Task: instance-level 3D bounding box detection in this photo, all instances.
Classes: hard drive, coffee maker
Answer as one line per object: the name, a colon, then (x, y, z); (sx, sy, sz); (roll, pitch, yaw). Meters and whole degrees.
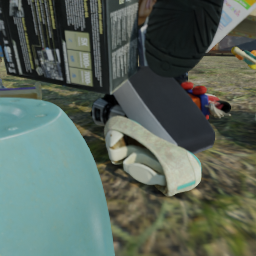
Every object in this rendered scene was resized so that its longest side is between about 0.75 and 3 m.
hard drive: (0.712, -0.460, 6.014); (1.622, 0.509, 2.405); (-13, 57, -36)
coffee maker: (0.049, -0.286, 7.057); (1.474, 1.033, 1.534); (14, 6, -39)

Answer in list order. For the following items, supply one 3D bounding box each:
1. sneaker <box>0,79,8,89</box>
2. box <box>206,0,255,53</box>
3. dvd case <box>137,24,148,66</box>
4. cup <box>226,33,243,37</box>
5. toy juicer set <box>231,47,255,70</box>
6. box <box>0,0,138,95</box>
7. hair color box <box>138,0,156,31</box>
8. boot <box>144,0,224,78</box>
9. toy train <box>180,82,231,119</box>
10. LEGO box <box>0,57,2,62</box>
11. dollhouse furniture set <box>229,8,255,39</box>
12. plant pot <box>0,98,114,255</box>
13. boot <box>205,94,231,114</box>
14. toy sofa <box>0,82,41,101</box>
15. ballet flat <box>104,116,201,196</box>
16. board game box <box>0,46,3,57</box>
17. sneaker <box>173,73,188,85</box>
sneaker: (-4.648, -1.309, 9.726); (1.061, 1.173, 2.753); (-4, 17, -12)
box: (1.788, -2.583, 5.929); (2.175, 1.223, 1.102); (-41, 9, 42)
dvd case: (0.813, -2.314, 8.235); (0.156, 1.455, 1.957); (-4, 3, 34)
cup: (3.122, -3.809, 8.420); (1.757, 2.457, 2.457); (-19, 20, -6)
toy juicer set: (3.931, -2.441, 9.260); (1.037, 0.444, 1.630); (41, 19, 13)
box: (-0.804, -1.663, 3.508); (1.715, 2.095, 0.902); (13, 35, 21)
hair color box: (0.084, -2.564, 5.146); (0.842, 1.375, 2.777); (40, 65, 11)
boot: (0.953, -1.783, 3.759); (0.790, 2.134, 1.749); (20, 21, 12)
toy train: (1.605, -0.556, 7.841); (1.357, 0.993, 2.345); (-14, 20, -9)
LEGO box: (-3.297, -1.687, 4.368); (2.462, 1.834, 0.950); (25, 25, -12)
dollhouse furniture set: (2.750, -3.429, 7.194); (2.065, 1.826, 1.148); (16, -13, 7)
plant pot: (-1.157, 0.719, 2.224); (2.165, 1.738, 2.165); (-1, 17, 0)
boot: (2.317, -0.771, 8.989); (1.739, 0.630, 1.254); (0, 18, -11)
toy sofa: (-3.614, -0.832, 8.109); (2.131, 0.883, 1.040); (-6, 45, -20)
ballet flat: (0.100, 0.391, 4.875); (0.798, 0.863, 2.559); (-23, 26, -30)
board game box: (-1.318, -2.487, 4.893); (0.317, 2.450, 2.449); (14, 21, 18)
sneaker: (1.981, -2.018, 12.022); (0.769, 1.159, 2.037); (-7, 19, -22)
